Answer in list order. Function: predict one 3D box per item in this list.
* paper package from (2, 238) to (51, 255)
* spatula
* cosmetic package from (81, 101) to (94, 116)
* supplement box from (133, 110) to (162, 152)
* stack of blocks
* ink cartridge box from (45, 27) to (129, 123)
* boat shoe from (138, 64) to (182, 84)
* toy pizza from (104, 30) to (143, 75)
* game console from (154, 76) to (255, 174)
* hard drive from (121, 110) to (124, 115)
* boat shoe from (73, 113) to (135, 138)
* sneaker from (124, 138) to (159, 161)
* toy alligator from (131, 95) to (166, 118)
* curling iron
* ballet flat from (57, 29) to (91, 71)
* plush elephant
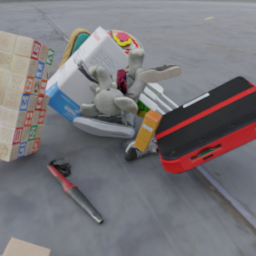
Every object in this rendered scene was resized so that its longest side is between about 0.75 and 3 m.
[{"bbox_3d":[-1.832,2.431,4.810,0.781,0.424,0.820,20,28,-8],"label":"paper package"},{"bbox_3d":[1.326,-0.644,8.963,2.711,0.218,1.885,37,26,-5],"label":"spatula"},{"bbox_3d":[-0.965,-0.693,9.722,1.277,0.557,0.660,-26,25,12],"label":"cosmetic package"},{"bbox_3d":[0.443,0.083,6.560,0.337,0.978,0.326,29,37,14],"label":"supplement box"},{"bbox_3d":[-2.819,-0.773,7.390,0.869,2.968,1.709,15,6,4],"label":"stack of blocks"},{"bbox_3d":[-1.388,-1.808,9.245,2.774,1.161,2.012,-44,27,10],"label":"ink cartridge box"},{"bbox_3d":[0.785,-1.360,6.984,1.091,0.365,0.311,-10,31,-2],"label":"boat shoe"},{"bbox_3d":[-0.559,-3.019,10.899,2.422,0.384,2.422,3,62,-5],"label":"toy pizza"},{"bbox_3d":[1.912,-0.162,6.663,2.748,0.427,2.430,-27,23,11],"label":"game console"},{"bbox_3d":[-0.209,-0.980,9.685,0.182,1.365,0.901,-7,49,1],"label":"hard drive"},{"bbox_3d":[-0.702,-0.162,8.621,1.990,0.717,0.706,10,66,13],"label":"boat shoe"},{"bbox_3d":[0.498,0.605,7.991,0.725,0.471,1.255,16,37,37],"label":"sneaker"},{"bbox_3d":[0.414,-0.654,9.047,0.601,0.657,2.215,-5,-17,41],"label":"toy alligator"},{"bbox_3d":[-1.297,1.436,6.823,0.621,0.320,2.505,-19,35,-30],"label":"curling iron"},{"bbox_3d":[-2.122,-2.418,10.546,0.939,2.736,0.862,13,24,-39],"label":"ballet flat"},{"bbox_3d":[-0.395,-0.959,7.296,1.714,2.081,1.611,-9,4,21],"label":"plush elephant"}]
